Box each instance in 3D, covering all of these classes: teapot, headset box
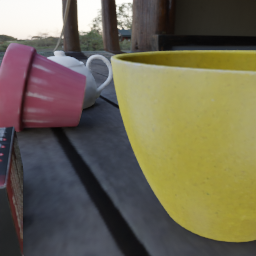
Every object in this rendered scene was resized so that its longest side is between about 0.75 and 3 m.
[{"bbox_3d":[-2.180,-1.667,9.482,2.456,1.817,2.488,13,21,33],"label":"teapot"},{"bbox_3d":[-2.178,0.807,3.254,1.727,0.896,2.320,-11,20,-18],"label":"headset box"}]

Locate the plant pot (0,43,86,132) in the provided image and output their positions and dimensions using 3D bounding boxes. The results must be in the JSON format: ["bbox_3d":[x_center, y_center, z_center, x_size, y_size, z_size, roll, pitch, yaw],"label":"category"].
[{"bbox_3d":[-2.092,-0.846,7.018,1.874,2.094,2.094,11,15,-15],"label":"plant pot"}]

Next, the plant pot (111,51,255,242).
[{"bbox_3d":[1.246,0.129,3.623,2.903,2.061,2.903,0,19,0],"label":"plant pot"}]
